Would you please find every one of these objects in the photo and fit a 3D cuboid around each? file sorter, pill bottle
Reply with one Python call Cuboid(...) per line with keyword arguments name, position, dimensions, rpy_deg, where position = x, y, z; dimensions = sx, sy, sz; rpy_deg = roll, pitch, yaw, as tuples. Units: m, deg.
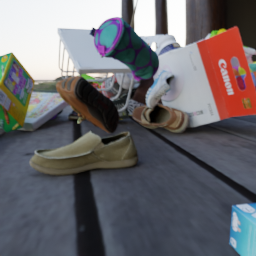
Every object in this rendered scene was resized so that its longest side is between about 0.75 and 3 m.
Cuboid(name="file sorter", position=(-1.155, -1.916, 9.204), dimensions=(1.875, 1.683, 2.702), rpy_deg=(-6, 43, -25))
Cuboid(name="pill bottle", position=(1.585, -2.556, 10.019), dimensions=(0.829, 1.433, 0.829), rpy_deg=(-15, -20, -6))
Cuboid(name="pill bottle", position=(-0.265, -1.663, 10.256), dimensions=(0.845, 0.845, 1.458), rpy_deg=(-9, -15, -42))

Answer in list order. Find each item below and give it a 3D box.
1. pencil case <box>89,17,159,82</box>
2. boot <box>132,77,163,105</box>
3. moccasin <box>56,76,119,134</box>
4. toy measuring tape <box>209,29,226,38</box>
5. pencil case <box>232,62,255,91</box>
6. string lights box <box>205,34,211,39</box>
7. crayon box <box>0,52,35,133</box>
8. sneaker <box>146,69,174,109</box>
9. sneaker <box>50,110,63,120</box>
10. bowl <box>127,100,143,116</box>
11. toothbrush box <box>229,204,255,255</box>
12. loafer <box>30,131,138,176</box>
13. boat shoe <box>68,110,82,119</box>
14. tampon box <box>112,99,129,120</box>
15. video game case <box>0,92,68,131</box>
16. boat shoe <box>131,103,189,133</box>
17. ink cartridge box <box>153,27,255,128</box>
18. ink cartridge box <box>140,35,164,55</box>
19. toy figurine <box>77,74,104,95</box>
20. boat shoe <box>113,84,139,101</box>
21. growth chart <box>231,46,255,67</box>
Cuboid(name="pencil case", position=(0.009, -1.706, 6.315), dimensions=(0.799, 0.867, 1.877), rpy_deg=(39, 11, 31))
Cuboid(name="boot", position=(1.523, -1.571, 10.227), dimensions=(2.016, 2.423, 0.877), rpy_deg=(29, 11, -9))
Cuboid(name="moccasin", position=(-1.016, -0.526, 7.532), dimensions=(0.906, 0.858, 2.347), rpy_deg=(6, -17, 33))
Cuboid(name="toy measuring tape", position=(2.785, -2.267, 9.685), dimensions=(0.914, 0.914, 2.485), rpy_deg=(-3, -33, -17))
Cuboid(name="pencil case", position=(3.630, -1.485, 8.668), dimensions=(2.461, 1.087, 1.087), rpy_deg=(-14, 12, -11))
Cuboid(name="string lights box", position=(3.179, -2.344, 10.163), dimensions=(0.548, 1.859, 0.955), rpy_deg=(-10, -15, -22))
Cuboid(name="crayon box", position=(-3.664, -1.130, 8.641), dimensions=(0.638, 1.300, 2.189), rpy_deg=(-14, 49, 13))
Cuboid(name="sneaker", position=(0.971, -1.120, 8.340), dimensions=(0.545, 1.257, 0.471), rpy_deg=(28, 6, 41))
Cuboid(name="sneaker", position=(-3.279, -0.792, 12.205), dimensions=(0.995, 0.695, 2.000), rpy_deg=(-5, 11, -31))
Cuboid(name="bowl", position=(-0.137, -1.355, 13.996), dimensions=(2.609, 1.224, 2.609), rpy_deg=(0, 10, 0))
Cuboid(name="toothbrush box", position=(1.441, 1.013, 2.308), dimensions=(0.735, 0.428, 1.004), rpy_deg=(-2, 10, -13))
Cuboid(name="loafer", position=(-0.774, 0.409, 5.159), dimensions=(1.984, 0.669, 0.754), rpy_deg=(-4, 10, -21))
Cuboid(name="boat shoe", position=(-2.144, -0.681, 12.040), dimensions=(0.588, 0.530, 1.636), rpy_deg=(3, 10, 14))
Cuboid(name="tampon box", position=(-0.599, -0.649, 10.671), dimensions=(1.173, 0.741, 0.879), rpy_deg=(-11, 8, 1))
Cuboid(name="video game case", position=(-3.885, -0.734, 10.467), dimensions=(2.703, 0.340, 2.970), rpy_deg=(5, 26, 16))
Cuboid(name="boat shoe", position=(0.845, -0.431, 8.935), dimensions=(0.846, 0.892, 2.356), rpy_deg=(19, -6, -38))
Cuboid(name="ink cartridge box", position=(2.053, -1.257, 8.223), dimensions=(0.851, 2.424, 2.983), rpy_deg=(-26, 11, -27))
Cuboid(name="ink cartridge box", position=(0.107, -3.101, 11.758), dimensions=(2.552, 0.728, 2.074), rpy_deg=(6, 49, 13))
Cuboid(name="toy figurine", position=(-1.693, -1.492, 11.279), dimensions=(1.970, 1.479, 1.813), rpy_deg=(6, 4, 0))
Cuboid(name="boat shoe", position=(0.030, -1.400, 11.620), dimensions=(0.628, 0.565, 1.776), rpy_deg=(0, -9, -43))
Cuboid(name="growth chart", position=(2.788, -1.658, 9.325), dimensions=(1.999, 2.762, 0.245), rpy_deg=(19, 36, -11))
